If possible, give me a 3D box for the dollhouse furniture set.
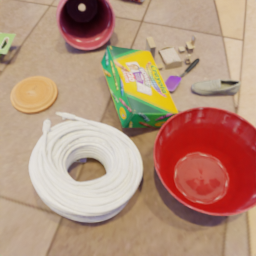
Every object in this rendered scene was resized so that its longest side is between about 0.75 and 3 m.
[{"bbox_3d":[1.717,-2.936,10.689,1.911,0.846,0.991,-12,59,-8],"label":"dollhouse furniture set"}]

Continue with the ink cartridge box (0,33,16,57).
[{"bbox_3d":[-5.500,-3.156,10.941,2.159,0.640,1.121,7,58,4],"label":"ink cartridge box"}]

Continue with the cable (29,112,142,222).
[{"bbox_3d":[-1.135,1.081,7.675,2.997,1.038,2.997,14,46,-5],"label":"cable"}]

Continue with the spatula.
[{"bbox_3d":[2.056,-2.053,10.489,0.578,0.210,2.047,25,56,40],"label":"spatula"}]

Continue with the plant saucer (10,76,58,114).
[{"bbox_3d":[-3.347,-1.223,9.954,1.657,0.267,1.657,0,57,-1],"label":"plant saucer"}]

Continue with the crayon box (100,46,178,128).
[{"bbox_3d":[0.304,-1.368,9.292,1.700,0.834,2.863,-1,56,-30],"label":"crayon box"}]

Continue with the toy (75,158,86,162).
[{"bbox_3d":[-1.763,0.762,8.721,0.979,0.231,0.564,4,57,3],"label":"toy"}]

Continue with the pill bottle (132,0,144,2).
[{"bbox_3d":[0.075,-6.302,12.836,1.394,0.796,0.796,15,59,10],"label":"pill bottle"}]

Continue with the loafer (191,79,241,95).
[{"bbox_3d":[3.112,-1.505,9.934,1.683,0.587,0.589,-1,58,-1],"label":"loafer"}]

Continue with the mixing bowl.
[{"bbox_3d":[2.123,1.086,7.674,2.985,1.617,2.985,0,59,1],"label":"mixing bowl"}]

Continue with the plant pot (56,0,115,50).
[{"bbox_3d":[-1.741,-4.519,11.057,2.219,2.219,1.986,-12,43,-7],"label":"plant pot"}]
